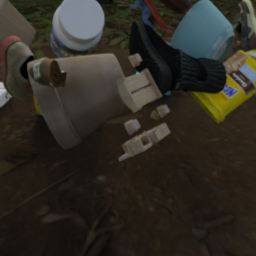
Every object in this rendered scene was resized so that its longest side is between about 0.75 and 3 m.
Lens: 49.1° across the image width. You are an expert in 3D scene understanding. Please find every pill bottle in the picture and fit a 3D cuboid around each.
[{"bbox_3d":[-1.850,-3.421,9.918,1.675,1.675,2.945,-14,5,-17],"label":"pill bottle"}]

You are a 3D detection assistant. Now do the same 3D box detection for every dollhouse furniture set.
[{"bbox_3d":[-0.051,-0.461,6.015,0.931,1.907,1.627,-28,2,37],"label":"dollhouse furniture set"}]

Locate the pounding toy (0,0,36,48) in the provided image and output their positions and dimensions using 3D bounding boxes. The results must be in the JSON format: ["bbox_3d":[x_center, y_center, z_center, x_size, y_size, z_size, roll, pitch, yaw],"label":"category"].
[{"bbox_3d":[-4.274,-2.970,8.968,2.352,2.678,1.225,18,81,16],"label":"pounding toy"}]

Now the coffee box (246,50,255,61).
[{"bbox_3d":[4.538,-2.066,8.636,1.083,1.094,1.095,-38,35,1],"label":"coffee box"}]

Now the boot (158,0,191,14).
[{"bbox_3d":[1.151,-4.959,10.666,2.190,0.703,2.041,20,7,-28],"label":"boot"}]

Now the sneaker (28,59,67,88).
[{"bbox_3d":[-1.566,-0.990,5.190,0.610,0.456,1.360,8,1,-2],"label":"sneaker"}]

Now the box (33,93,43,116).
[{"bbox_3d":[-2.397,-1.178,11.054,1.785,1.130,1.853,20,41,24],"label":"box"}]

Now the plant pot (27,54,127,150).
[{"bbox_3d":[-1.090,-0.899,7.090,2.011,2.318,2.318,-23,41,-4],"label":"plant pot"}]

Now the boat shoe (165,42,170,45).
[{"bbox_3d":[1.223,-3.216,11.262,0.496,0.573,1.344,-29,43,-27],"label":"boat shoe"}]

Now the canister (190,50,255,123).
[{"bbox_3d":[2.875,-1.205,8.041,1.813,0.785,1.347,-39,56,8],"label":"canister"}]

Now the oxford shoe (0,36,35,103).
[{"bbox_3d":[-3.046,-1.408,8.110,0.917,2.453,0.864,38,61,13],"label":"oxford shoe"}]

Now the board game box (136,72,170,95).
[{"bbox_3d":[1.257,-2.384,13.123,1.697,0.527,2.248,9,38,11],"label":"board game box"}]

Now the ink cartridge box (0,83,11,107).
[{"bbox_3d":[-5.523,-1.431,11.903,0.872,0.504,1.199,7,38,9],"label":"ink cartridge box"}]

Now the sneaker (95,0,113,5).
[{"bbox_3d":[-0.873,-4.448,9.728,0.727,1.393,0.418,24,63,-8],"label":"sneaker"}]

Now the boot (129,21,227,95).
[{"bbox_3d":[1.216,-1.851,7.472,1.971,0.992,2.636,-7,56,-22],"label":"boot"}]

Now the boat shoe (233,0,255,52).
[{"bbox_3d":[3.519,-3.096,8.414,0.726,0.789,2.208,-18,48,21],"label":"boat shoe"}]

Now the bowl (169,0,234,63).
[{"bbox_3d":[2.310,-2.487,8.531,1.228,2.348,2.348,38,50,20],"label":"bowl"}]

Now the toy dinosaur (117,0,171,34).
[{"bbox_3d":[0.836,-4.982,11.317,2.327,2.112,1.222,11,30,26],"label":"toy dinosaur"}]
